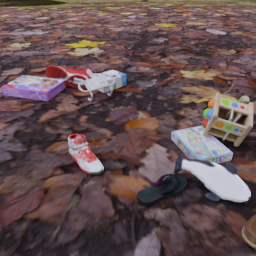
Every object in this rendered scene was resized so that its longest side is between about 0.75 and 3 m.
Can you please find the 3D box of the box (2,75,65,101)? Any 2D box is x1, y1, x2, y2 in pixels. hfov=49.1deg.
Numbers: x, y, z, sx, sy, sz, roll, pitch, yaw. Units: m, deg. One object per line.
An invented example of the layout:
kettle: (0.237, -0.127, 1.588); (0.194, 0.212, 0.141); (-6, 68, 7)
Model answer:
box: (-3.673, -1.584, 10.983); (1.962, 0.384, 1.342); (9, 31, 15)

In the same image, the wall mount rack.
wall mount rack: (-1.324, -1.679, 10.628); (1.512, 0.564, 1.314); (-20, 64, -31)

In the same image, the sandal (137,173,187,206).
sandal: (0.797, 1.271, 6.102); (1.356, 0.325, 0.510); (-20, 36, -34)

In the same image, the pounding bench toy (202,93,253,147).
pounding bench toy: (2.682, -0.432, 7.678); (1.110, 0.884, 1.423); (18, 52, 5)

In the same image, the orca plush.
orca plush: (1.865, 1.182, 6.277); (1.687, 0.600, 0.888); (10, 75, 24)

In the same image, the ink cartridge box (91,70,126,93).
ink cartridge box: (-0.785, -1.928, 11.464); (1.191, 0.502, 0.861); (-26, 39, -37)

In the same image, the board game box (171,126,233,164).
board game box: (1.944, 0.468, 7.579); (0.984, 0.250, 1.463); (-10, 31, -16)

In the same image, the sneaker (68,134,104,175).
sneaker: (-1.076, 0.608, 6.902); (0.425, 0.682, 1.273); (-24, 37, -35)

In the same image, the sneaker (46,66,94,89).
sneaker: (-2.357, -2.187, 11.858); (2.033, 0.797, 1.174); (23, 27, 13)

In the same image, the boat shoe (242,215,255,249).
boat shoe: (2.996, 1.609, 5.163); (2.044, 0.690, 0.736); (-11, 32, -19)
